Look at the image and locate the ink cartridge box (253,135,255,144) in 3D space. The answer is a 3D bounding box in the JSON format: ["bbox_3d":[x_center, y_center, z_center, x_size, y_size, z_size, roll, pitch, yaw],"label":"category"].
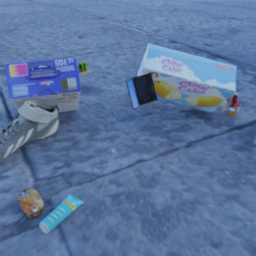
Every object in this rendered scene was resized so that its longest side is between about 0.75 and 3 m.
[{"bbox_3d":[4.708,-0.207,8.492,1.174,1.180,1.608,19,35,28],"label":"ink cartridge box"}]

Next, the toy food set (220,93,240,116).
[{"bbox_3d":[3.749,-1.006,10.377,0.615,0.580,1.289,-3,32,-4],"label":"toy food set"}]

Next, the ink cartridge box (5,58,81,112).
[{"bbox_3d":[-2.562,-1.260,8.807,2.024,1.132,2.967,-9,-5,-13],"label":"ink cartridge box"}]

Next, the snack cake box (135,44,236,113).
[{"bbox_3d":[1.832,-1.571,9.397,2.967,1.706,0.997,13,69,-5],"label":"snack cake box"}]

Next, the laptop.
[{"bbox_3d":[0.343,-0.901,6.796,0.816,0.723,0.421,-18,13,-15],"label":"laptop"}]

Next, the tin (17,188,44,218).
[{"bbox_3d":[-2.212,1.695,6.369,0.470,0.176,0.839,-23,38,-26],"label":"tin"}]

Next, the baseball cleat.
[{"bbox_3d":[-3.201,0.020,7.779,0.989,1.510,2.837,40,47,18],"label":"baseball cleat"}]

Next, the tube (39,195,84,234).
[{"bbox_3d":[-1.449,1.839,6.083,0.408,0.265,1.053,28,35,18],"label":"tube"}]

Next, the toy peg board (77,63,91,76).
[{"bbox_3d":[-2.518,-2.944,13.643,1.004,0.491,0.999,-24,39,-35],"label":"toy peg board"}]
